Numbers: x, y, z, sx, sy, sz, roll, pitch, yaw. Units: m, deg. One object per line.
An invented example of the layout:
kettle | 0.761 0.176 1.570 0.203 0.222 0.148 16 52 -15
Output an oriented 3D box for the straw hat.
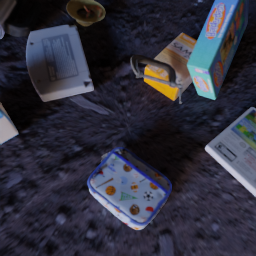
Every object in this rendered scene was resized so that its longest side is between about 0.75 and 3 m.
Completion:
straw hat | -1.364 -3.558 8.961 1.217 0.515 1.217 7 59 -13

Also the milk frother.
milk frother | -3.720 -4.014 8.322 1.897 2.102 1.977 13 63 3

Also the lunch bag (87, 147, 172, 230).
lunch bag | 0.020 1.269 6.293 1.743 0.659 1.397 36 66 16

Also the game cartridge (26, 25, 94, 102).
game cartridge | -2.059 -1.916 8.122 1.653 0.502 2.480 -12 62 -10

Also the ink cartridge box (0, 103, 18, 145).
ink cartridge box | -3.657 -0.375 6.931 1.016 0.990 1.580 -33 68 -13

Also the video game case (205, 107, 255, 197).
video game case | 3.252 0.658 6.793 1.884 0.227 2.067 -35 67 -21

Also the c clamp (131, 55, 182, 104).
c clamp | 0.718 -1.322 6.966 1.450 0.196 1.238 18 51 -11

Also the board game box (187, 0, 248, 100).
board game box | 2.311 -2.155 6.991 0.546 1.844 2.425 21 83 26

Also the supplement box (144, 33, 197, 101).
supplement box | 1.418 -1.762 7.904 1.103 0.644 1.750 36 67 17
